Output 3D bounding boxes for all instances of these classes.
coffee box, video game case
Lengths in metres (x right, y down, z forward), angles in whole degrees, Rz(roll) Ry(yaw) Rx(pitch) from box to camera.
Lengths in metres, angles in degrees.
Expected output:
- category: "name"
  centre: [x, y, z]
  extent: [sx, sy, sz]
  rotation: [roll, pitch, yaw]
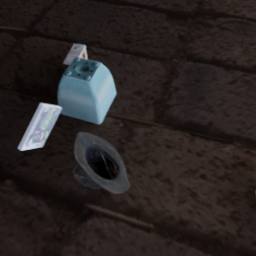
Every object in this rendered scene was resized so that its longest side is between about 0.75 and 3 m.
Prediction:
- category: "coffee box"
  centre: [-2.303, -2.888, 12.246]
  extent: [0.564, 0.799, 1.413]
  rotation: [11, 55, 8]
- category: "video game case"
  centre: [-2.416, -0.024, 7.792]
  extent: [0.157, 1.220, 1.342]
  rotation: [28, 95, 7]

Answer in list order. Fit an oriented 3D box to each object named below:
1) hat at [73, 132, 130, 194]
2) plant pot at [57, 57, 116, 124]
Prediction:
- category: "hat"
  centre: [-1.070, 1.260, 8.779]
  extent: [0.986, 2.444, 2.444]
  rotation: [-37, 54, 20]
- category: "plant pot"
  centre: [-1.609, -1.563, 10.632]
  extent: [1.812, 1.851, 1.817]
  rotation: [16, 56, 10]
